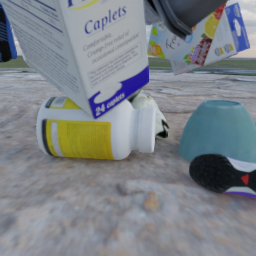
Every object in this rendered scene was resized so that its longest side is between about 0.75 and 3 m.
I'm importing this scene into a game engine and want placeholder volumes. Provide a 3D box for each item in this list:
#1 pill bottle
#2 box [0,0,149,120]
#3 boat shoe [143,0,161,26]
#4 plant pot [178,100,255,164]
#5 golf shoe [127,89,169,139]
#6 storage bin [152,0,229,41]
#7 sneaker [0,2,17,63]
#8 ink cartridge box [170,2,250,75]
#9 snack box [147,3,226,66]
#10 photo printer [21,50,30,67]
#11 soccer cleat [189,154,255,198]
[{"bbox_3d":[-0.613,0.005,5.948,2.318,1.298,1.298,3,15,9],"label":"pill bottle"},{"bbox_3d":[-1.099,-2.152,5.106,1.541,2.937,2.701,-36,52,-23],"label":"box"},{"bbox_3d":[0.196,-2.845,5.431,0.608,1.776,0.639,8,44,50],"label":"boat shoe"},{"bbox_3d":[2.025,0.022,6.172,1.742,1.173,1.742,0,14,0],"label":"plant pot"},{"bbox_3d":[0.518,-0.165,7.736,1.394,1.122,2.866,48,10,9],"label":"golf shoe"},{"bbox_3d":[1.114,-2.849,5.117,1.337,1.991,1.449,-26,-11,29],"label":"storage bin"},{"bbox_3d":[-2.811,-2.100,5.921,0.555,1.424,0.499,-23,28,-32],"label":"sneaker"},{"bbox_3d":[2.766,-3.118,10.085,2.774,1.655,0.582,-15,3,30],"label":"ink cartridge box"},{"bbox_3d":[1.780,-3.346,8.912,2.010,2.383,0.806,12,41,0],"label":"snack box"},{"bbox_3d":[-1.680,-2.536,8.295,2.783,0.967,2.316,3,45,-12],"label":"photo printer"},{"bbox_3d":[1.866,0.831,4.515,1.860,0.634,0.681,3,-19,45],"label":"soccer cleat"}]
